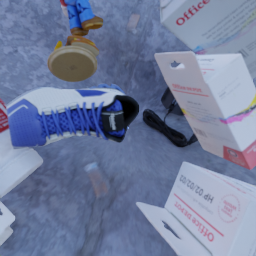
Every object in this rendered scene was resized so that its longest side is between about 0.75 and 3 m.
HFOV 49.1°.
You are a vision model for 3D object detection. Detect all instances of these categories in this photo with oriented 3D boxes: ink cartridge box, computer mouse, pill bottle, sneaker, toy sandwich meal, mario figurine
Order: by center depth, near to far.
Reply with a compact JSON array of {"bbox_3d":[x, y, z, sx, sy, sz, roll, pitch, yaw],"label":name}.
[{"bbox_3d":[1.754,1.402,4.411,2.849,1.640,0.967,20,93,-22],"label":"ink cartridge box"},{"bbox_3d":[-0.746,-0.231,4.565,2.266,1.309,0.915,-16,110,-27],"label":"sneaker"},{"bbox_3d":[-1.122,-1.392,5.729,1.109,1.109,0.380,-7,59,-3],"label":"toy sandwich meal"},{"bbox_3d":[-3.108,0.036,5.735,1.550,1.550,2.762,-42,92,-16],"label":"pill bottle"},{"bbox_3d":[-0.967,-2.878,5.749,1.108,0.951,1.795,-14,98,5],"label":"mario figurine"},{"bbox_3d":[1.785,-0.600,5.802,0.916,1.580,2.713,-39,114,-10],"label":"ink cartridge box"},{"bbox_3d":[2.323,-2.730,6.241,2.768,2.012,2.002,29,46,-31],"label":"ink cartridge box"},{"bbox_3d":[-3.660,2.641,6.965,1.022,0.592,1.756,38,73,15],"label":"ink cartridge box"},{"bbox_3d":[1.787,-0.703,8.085,1.796,0.589,2.558,44,90,14],"label":"computer mouse"}]
